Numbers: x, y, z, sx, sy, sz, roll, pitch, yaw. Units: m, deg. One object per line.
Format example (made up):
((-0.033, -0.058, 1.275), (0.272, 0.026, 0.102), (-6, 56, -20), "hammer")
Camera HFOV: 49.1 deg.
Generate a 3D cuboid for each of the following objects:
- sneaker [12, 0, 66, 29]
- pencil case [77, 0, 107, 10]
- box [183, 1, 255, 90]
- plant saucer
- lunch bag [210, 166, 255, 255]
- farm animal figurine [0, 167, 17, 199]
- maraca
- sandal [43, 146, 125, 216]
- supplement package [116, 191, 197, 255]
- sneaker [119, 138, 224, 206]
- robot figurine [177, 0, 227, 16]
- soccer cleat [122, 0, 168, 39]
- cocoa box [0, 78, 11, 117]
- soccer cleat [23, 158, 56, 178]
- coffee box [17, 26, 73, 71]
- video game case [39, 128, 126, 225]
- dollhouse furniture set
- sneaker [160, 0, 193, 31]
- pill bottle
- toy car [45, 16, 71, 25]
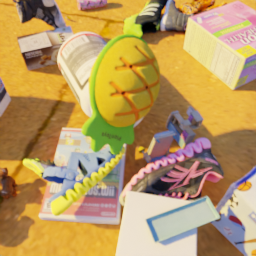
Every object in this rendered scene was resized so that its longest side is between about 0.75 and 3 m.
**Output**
((-3.025, -3.899, 9.625), (1.306, 2.295, 0.866), (-23, 71, 0), "sneaker")
((-1.579, -5.583, 12.348), (1.359, 0.588, 0.562), (-13, 19, -10), "pencil case")
((3.744, -2.979, 9.761), (2.375, 1.305, 2.700), (-25, 56, -18), "box")
((0.971, 1.645, 5.027), (1.299, 0.123, 0.454), (-15, 53, -15), "plant saucer")
((3.543, 1.693, 5.848), (2.737, 1.695, 2.327), (-22, 53, -34), "lunch bag")
((-3.704, 1.432, 6.413), (1.938, 1.011, 1.917), (9, 52, 7), "farm animal figurine")
((-0.140, -0.673, 5.954), (1.756, 2.561, 1.370), (14, 4, -42), "maraca")
((-1.009, 0.902, 6.433), (2.299, 0.914, 1.001), (-37, 81, -34), "sandal")
((0.448, 2.617, 5.204), (1.392, 1.397, 2.381), (8, 52, 6), "supplement package")
((1.126, 1.310, 6.611), (2.737, 1.081, 1.305), (-25, 73, -18), "sneaker")
((3.030, -4.987, 11.816), (2.087, 0.608, 1.513), (-23, 56, -17), "robot figurine")
((0.944, -4.454, 11.283), (1.141, 0.951, 2.816), (35, 66, 16), "soccer cleat")
((-4.628, -0.596, 7.707), (1.545, 1.520, 2.316), (8, 52, 7), "cocoa box")
((-2.271, 1.015, 7.051), (1.139, 0.368, 0.476), (3, 91, 34), "soccer cleat")
((-2.752, -2.745, 9.677), (1.812, 1.036, 0.722), (-17, 69, -14), "coffee box")
((-1.036, 1.112, 7.178), (1.851, 0.226, 2.589), (3, 51, 2), "video game case")
((0.944, 0.051, 7.318), (1.411, 1.332, 0.921), (-13, 51, -25), "dollhouse furniture set")
((2.097, -4.571, 11.374), (1.274, 0.670, 1.763), (6, 60, 18), "sneaker")
((-0.778, -1.305, 8.087), (1.705, 1.705, 2.994), (-22, 53, -17), "pill bottle")
((-2.927, -4.438, 11.689), (1.023, 0.502, 0.340), (3, 5, -19), "toy car")
